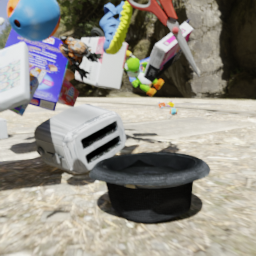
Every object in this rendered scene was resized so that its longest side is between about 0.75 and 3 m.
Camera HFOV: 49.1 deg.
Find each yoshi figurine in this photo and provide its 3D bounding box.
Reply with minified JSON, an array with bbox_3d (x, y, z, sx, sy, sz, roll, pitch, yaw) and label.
[{"bbox_3d":[0.448,-1.839,9.680,1.552,0.869,0.872,41,34,5],"label":"yoshi figurine"}]

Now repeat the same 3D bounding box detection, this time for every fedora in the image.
[{"bbox_3d":[0.392,1.080,5.104,2.148,0.981,2.148,-3,8,0],"label":"fedora"}]

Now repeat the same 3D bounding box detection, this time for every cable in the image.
[{"bbox_3d":[-0.704,-3.291,11.696,0.526,2.088,1.014,-54,10,-34],"label":"cable"}]

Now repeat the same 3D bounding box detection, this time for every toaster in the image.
[{"bbox_3d":[-1.228,0.239,8.026,2.573,1.462,1.662,-29,30,-36],"label":"toaster"}]

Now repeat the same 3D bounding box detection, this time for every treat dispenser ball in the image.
[{"bbox_3d":[-1.403,-1.691,4.202,0.764,0.764,0.764,0,9,0],"label":"treat dispenser ball"}]

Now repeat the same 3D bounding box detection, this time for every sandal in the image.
[{"bbox_3d":[-0.390,-2.534,7.049,0.724,1.663,0.661,12,-27,5],"label":"sandal"}]

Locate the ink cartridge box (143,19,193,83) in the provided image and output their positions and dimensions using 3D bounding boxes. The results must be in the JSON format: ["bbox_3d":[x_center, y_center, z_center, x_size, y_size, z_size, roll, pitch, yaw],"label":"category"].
[{"bbox_3d":[1.123,-2.023,7.198,0.375,0.957,2.021,33,49,10],"label":"ink cartridge box"}]

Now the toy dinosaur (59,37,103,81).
[{"bbox_3d":[-1.515,-2.235,8.177,1.300,0.979,1.916,40,13,-35],"label":"toy dinosaur"}]

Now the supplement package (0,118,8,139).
[{"bbox_3d":[-5.925,0.026,12.254,0.840,0.847,1.116,-9,12,-44],"label":"supplement package"}]

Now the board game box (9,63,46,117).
[{"bbox_3d":[-2.791,-1.059,7.118,0.870,1.295,0.290,28,-17,-18],"label":"board game box"}]

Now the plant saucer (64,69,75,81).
[{"bbox_3d":[-3.113,-2.309,11.873,1.719,0.304,1.719,14,-8,2],"label":"plant saucer"}]

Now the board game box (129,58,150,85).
[{"bbox_3d":[0.576,-2.208,10.796,1.161,0.780,0.260,-18,-28,11],"label":"board game box"}]

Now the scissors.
[{"bbox_3d":[0.854,-1.939,5.098,0.812,2.221,0.155,-39,12,29],"label":"scissors"}]

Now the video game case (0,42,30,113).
[{"bbox_3d":[-3.056,-0.856,5.720,2.112,0.275,2.320,-22,42,-2],"label":"video game case"}]

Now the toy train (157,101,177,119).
[{"bbox_3d":[1.427,-0.661,10.043,0.584,0.777,0.216,-29,-26,-5],"label":"toy train"}]

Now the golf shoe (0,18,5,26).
[{"bbox_3d":[-4.503,-3.399,9.016,0.483,0.600,1.235,-16,31,31],"label":"golf shoe"}]

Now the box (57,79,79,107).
[{"bbox_3d":[-2.595,-1.404,10.953,0.758,0.726,1.521,15,-10,14],"label":"box"}]

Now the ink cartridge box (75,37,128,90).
[{"bbox_3d":[-1.079,-2.436,10.427,0.945,1.672,2.282,4,13,-31],"label":"ink cartridge box"}]

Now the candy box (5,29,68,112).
[{"bbox_3d":[-3.112,-1.981,9.334,1.994,2.358,0.908,15,-22,-16],"label":"candy box"}]
